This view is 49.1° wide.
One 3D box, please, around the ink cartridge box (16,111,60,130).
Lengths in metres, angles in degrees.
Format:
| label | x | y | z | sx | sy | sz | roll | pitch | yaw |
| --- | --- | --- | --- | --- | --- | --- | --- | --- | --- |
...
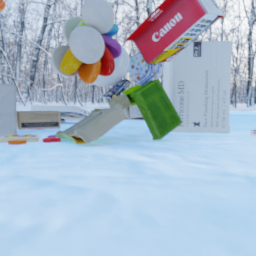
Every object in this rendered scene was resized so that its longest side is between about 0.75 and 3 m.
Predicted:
| label | x | y | z | sx | sy | sz | roll | pitch | yaw |
| --- | --- | --- | --- | --- | --- | --- | --- | --- | --- |
| ink cartridge box | -3.770 | -0.338 | 11.332 | 1.599 | 0.729 | 1.942 | -4 | 6 | -28 |

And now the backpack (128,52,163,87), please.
| label | x | y | z | sx | sy | sz | roll | pitch | yaw |
| --- | --- | --- | --- | --- | --- | --- | --- | --- | --- |
| backpack | 0.892 | -3.073 | 13.979 | 1.793 | 1.883 | 1.450 | -30 | -8 | 29 |

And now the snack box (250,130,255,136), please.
| label | x | y | z | sx | sy | sz | roll | pitch | yaw |
| --- | --- | --- | --- | --- | --- | --- | --- | --- | --- |
| snack box | 4.436 | 0.183 | 8.144 | 0.551 | 0.186 | 1.531 | -4 | 6 | -44 |

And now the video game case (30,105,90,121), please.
| label | x | y | z | sx | sy | sz | roll | pitch | yaw |
| --- | --- | --- | --- | --- | --- | --- | --- | --- | --- |
| video game case | -3.285 | -0.767 | 15.318 | 2.937 | 0.338 | 2.676 | 3 | -9 | 26 |

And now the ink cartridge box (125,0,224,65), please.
| label | x | y | z | sx | sy | sz | roll | pitch | yaw |
| --- | --- | --- | --- | --- | --- | --- | --- | --- | --- |
| ink cartridge box | 1.128 | -2.446 | 6.901 | 1.912 | 0.802 | 1.679 | -36 | -7 | 39 |

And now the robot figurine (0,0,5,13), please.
| label | x | y | z | sx | sy | sz | roll | pitch | yaw |
| --- | --- | --- | --- | --- | --- | --- | --- | --- | --- |
| robot figurine | -4.386 | -4.191 | 9.216 | 0.583 | 0.473 | 0.811 | 19 | -24 | 37 |

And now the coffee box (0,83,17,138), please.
| label | x | y | z | sx | sy | sz | roll | pitch | yaw |
| --- | --- | --- | --- | --- | --- | --- | --- | --- | --- |
| coffee box | -4.589 | -0.554 | 8.755 | 2.759 | 1.560 | 1.101 | 5 | 6 | 44 |

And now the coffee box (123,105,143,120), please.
| label | x | y | z | sx | sy | sz | roll | pitch | yaw |
| --- | --- | --- | --- | --- | --- | --- | --- | --- | --- |
| coffee box | 0.558 | -1.097 | 18.881 | 2.690 | 1.072 | 1.538 | 3 | 5 | 30 |

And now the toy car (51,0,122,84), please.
| label | x | y | z | sx | sy | sz | roll | pitch | yaw |
| --- | --- | --- | --- | --- | --- | --- | --- | --- | --- |
| toy car | -1.220 | -2.865 | 9.848 | 2.115 | 2.821 | 2.469 | 27 | -21 | -29 |

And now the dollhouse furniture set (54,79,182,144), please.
| label | x | y | z | sx | sy | sz | roll | pitch | yaw |
| --- | --- | --- | --- | --- | --- | --- | --- | --- | --- |
| dollhouse furniture set | -0.284 | 0.022 | 7.539 | 2.749 | 1.379 | 1.801 | -35 | 14 | -26 |

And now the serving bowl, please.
| label | x | y | z | sx | sy | sz | roll | pitch | yaw |
| --- | --- | --- | --- | --- | --- | --- | --- | --- | --- |
| serving bowl | -1.058 | -2.932 | 12.170 | 2.186 | 2.186 | 0.719 | 1 | -13 | 12 |

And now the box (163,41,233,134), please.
| label | x | y | z | sx | sy | sz | roll | pitch | yaw |
| --- | --- | --- | --- | --- | --- | --- | --- | --- | --- |
| box | 2.289 | -1.329 | 9.972 | 1.905 | 2.899 | 2.914 | 0 | 4 | 2 |

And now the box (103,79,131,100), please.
| label | x | y | z | sx | sy | sz | roll | pitch | yaw |
| --- | --- | --- | --- | --- | --- | --- | --- | --- | --- |
| box | -0.505 | -1.666 | 12.266 | 1.117 | 0.280 | 1.126 | -46 | 20 | -9 |

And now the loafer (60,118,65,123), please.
| label | x | y | z | sx | sy | sz | roll | pitch | yaw |
| --- | --- | --- | --- | --- | --- | --- | --- | --- | --- |
| loafer | -3.853 | -0.473 | 14.815 | 1.340 | 0.467 | 0.504 | 3 | 5 | 36 |

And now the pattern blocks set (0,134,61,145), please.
| label | x | y | z | sx | sy | sz | roll | pitch | yaw |
| --- | --- | --- | --- | --- | --- | --- | --- | --- | --- |
| pattern blocks set | -2.787 | 0.270 | 7.323 | 1.808 | 0.147 | 1.590 | -2 | 5 | -25 |
